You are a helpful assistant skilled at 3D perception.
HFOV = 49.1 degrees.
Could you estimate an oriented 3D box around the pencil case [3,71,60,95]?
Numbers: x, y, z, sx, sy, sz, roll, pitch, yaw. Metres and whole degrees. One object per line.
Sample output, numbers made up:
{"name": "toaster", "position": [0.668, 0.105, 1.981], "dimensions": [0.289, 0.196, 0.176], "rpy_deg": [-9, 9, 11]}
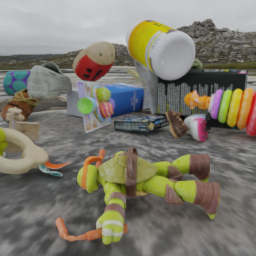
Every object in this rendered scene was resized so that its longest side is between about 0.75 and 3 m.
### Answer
{"name": "pencil case", "position": [-4.868, -2.319, 14.534], "dimensions": [2.861, 1.217, 1.322], "rpy_deg": [1, -13, 1]}

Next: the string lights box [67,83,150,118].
{"name": "string lights box", "position": [-0.600, -1.039, 10.147], "dimensions": [1.506, 0.864, 2.931], "rpy_deg": [14, 20, 35]}

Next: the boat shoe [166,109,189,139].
{"name": "boat shoe", "position": [1.208, -0.155, 6.794], "dimensions": [0.410, 0.410, 1.165], "rpy_deg": [-37, 26, 17]}

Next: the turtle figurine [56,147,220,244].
{"name": "turtle figurine", "position": [0.142, 0.641, 3.873], "dimensions": [1.946, 0.777, 2.413], "rpy_deg": [1, 14, 3]}

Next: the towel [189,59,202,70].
{"name": "towel", "position": [1.686, -2.187, 9.571], "dimensions": [1.609, 0.294, 1.194], "rpy_deg": [5, 7, 18]}

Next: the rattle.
{"name": "rattle", "position": [-1.900, 0.709, 4.833], "dimensions": [1.483, 1.059, 0.966], "rpy_deg": [26, 11, -26]}

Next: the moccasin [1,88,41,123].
{"name": "moccasin", "position": [-3.192, -0.796, 8.717], "dimensions": [0.796, 0.841, 2.177], "rpy_deg": [34, 28, -5]}

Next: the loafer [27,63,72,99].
{"name": "loafer", "position": [-2.204, -1.447, 8.238], "dimensions": [0.924, 0.922, 2.642], "rpy_deg": [5, 13, -2]}

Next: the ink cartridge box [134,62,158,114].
{"name": "ink cartridge box", "position": [0.764, -1.385, 9.695], "dimensions": [0.625, 1.782, 2.192], "rpy_deg": [-19, 3, 33]}

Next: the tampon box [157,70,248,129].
{"name": "tampon box", "position": [2.340, -1.018, 8.782], "dimensions": [2.480, 1.565, 1.858], "rpy_deg": [6, 15, 22]}

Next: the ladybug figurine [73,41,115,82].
{"name": "ladybug figurine", "position": [-1.005, -1.903, 8.462], "dimensions": [1.198, 0.635, 1.765], "rpy_deg": [-11, -14, -32]}

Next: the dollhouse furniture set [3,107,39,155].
{"name": "dollhouse furniture set", "position": [-2.160, 0.017, 5.796], "dimensions": [0.641, 0.750, 1.448], "rpy_deg": [4, 9, -19]}

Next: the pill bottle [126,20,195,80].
{"name": "pill bottle", "position": [0.793, -2.363, 8.134], "dimensions": [1.295, 1.295, 2.370], "rpy_deg": [-6, 32, -24]}

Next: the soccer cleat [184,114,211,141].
{"name": "soccer cleat", "position": [1.658, 0.000, 7.033], "dimensions": [0.712, 0.576, 1.649], "rpy_deg": [-4, 7, 23]}

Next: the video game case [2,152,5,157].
{"name": "video game case", "position": [-3.680, 0.429, 5.851], "dimensions": [1.867, 0.214, 1.699], "rpy_deg": [-8, 16, -29]}

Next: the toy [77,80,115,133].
{"name": "toy", "position": [-0.685, -0.633, 7.369], "dimensions": [0.504, 1.229, 2.134], "rpy_deg": [-8, 5, 16]}

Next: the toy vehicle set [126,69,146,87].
{"name": "toy vehicle set", "position": [0.405, -1.895, 10.583], "dimensions": [0.940, 0.125, 0.584], "rpy_deg": [42, 20, 13]}

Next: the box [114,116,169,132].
{"name": "box", "position": [0.351, -0.128, 7.608], "dimensions": [1.191, 0.274, 0.947], "rpy_deg": [2, 12, 42]}

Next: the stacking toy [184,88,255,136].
{"name": "stacking toy", "position": [2.459, -0.523, 6.985], "dimensions": [2.147, 1.246, 1.178], "rpy_deg": [12, 10, 20]}
